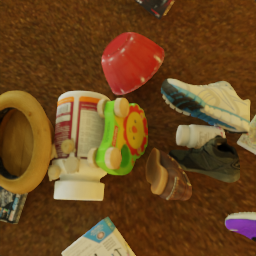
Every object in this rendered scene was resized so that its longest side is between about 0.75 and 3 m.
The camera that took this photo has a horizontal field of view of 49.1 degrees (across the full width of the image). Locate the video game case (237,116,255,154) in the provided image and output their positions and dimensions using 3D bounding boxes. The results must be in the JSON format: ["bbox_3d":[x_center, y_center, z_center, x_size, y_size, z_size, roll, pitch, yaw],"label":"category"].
[{"bbox_3d":[4.357,0.322,8.497,1.512,0.173,1.376,34,75,23],"label":"video game case"}]

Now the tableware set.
[{"bbox_3d":[-1.717,0.782,7.092,1.123,0.130,0.938,-17,76,15],"label":"tableware set"}]

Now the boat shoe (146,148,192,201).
[{"bbox_3d":[1.007,1.234,7.410,0.871,2.477,0.872,17,103,-6],"label":"boat shoe"}]

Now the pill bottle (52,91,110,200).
[{"bbox_3d":[-1.295,0.544,7.903,1.575,1.575,2.875,2,75,0],"label":"pill bottle"}]

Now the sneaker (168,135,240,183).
[{"bbox_3d":[2.059,0.678,7.809,2.075,1.188,0.793,12,28,39],"label":"sneaker"}]

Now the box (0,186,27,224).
[{"bbox_3d":[-3.577,1.940,8.176,1.138,0.329,1.431,13,75,3],"label":"box"}]

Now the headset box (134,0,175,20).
[{"bbox_3d":[1.077,-4.754,9.071,1.374,1.846,0.713,38,45,-2],"label":"headset box"}]

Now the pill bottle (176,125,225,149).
[{"bbox_3d":[2.135,0.279,8.353,1.272,0.721,0.721,7,75,-5],"label":"pill bottle"}]

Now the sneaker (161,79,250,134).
[{"bbox_3d":[2.368,-0.908,8.308,2.996,1.123,1.298,23,76,-17],"label":"sneaker"}]

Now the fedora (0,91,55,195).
[{"bbox_3d":[-2.931,0.385,7.943,2.828,1.153,2.828,1,92,26],"label":"fedora"}]

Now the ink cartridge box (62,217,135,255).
[{"bbox_3d":[-0.558,3.481,7.249,1.326,1.303,1.801,-37,78,-9],"label":"ink cartridge box"}]

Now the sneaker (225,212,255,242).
[{"bbox_3d":[3.791,2.942,6.963,2.822,0.981,1.403,-2,69,38],"label":"sneaker"}]

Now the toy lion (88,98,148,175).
[{"bbox_3d":[-0.075,0.271,7.766,0.751,2.097,2.188,-4,66,31],"label":"toy lion"}]

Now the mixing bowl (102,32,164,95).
[{"bbox_3d":[-0.053,-2.075,8.312,1.077,1.989,1.989,44,76,-31],"label":"mixing bowl"}]
